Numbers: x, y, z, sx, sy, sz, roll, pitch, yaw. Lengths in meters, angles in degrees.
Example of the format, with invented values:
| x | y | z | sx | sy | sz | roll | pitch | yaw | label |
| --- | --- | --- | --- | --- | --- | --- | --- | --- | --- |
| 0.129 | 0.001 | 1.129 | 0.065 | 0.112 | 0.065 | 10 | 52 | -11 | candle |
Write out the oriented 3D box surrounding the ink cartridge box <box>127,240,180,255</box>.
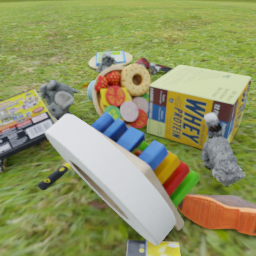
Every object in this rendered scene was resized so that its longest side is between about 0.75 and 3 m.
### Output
| x | y | z | sx | sy | sz | roll | pitch | yaw | label |
| --- | --- | --- | --- | --- | --- | --- | --- | --- | --- |
| 0.406 | 2.271 | 4.551 | 0.900 | 0.214 | 0.910 | 2 | 28 | 3 | ink cartridge box |

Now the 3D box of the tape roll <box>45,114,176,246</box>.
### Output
| x | y | z | sx | sy | sz | roll | pitch | yaw | label |
| --- | --- | --- | --- | --- | --- | --- | --- | --- | --- |
| -0.340 | 0.869 | 4.688 | 0.474 | 2.595 | 2.595 | -45 | 47 | -17 | tape roll |

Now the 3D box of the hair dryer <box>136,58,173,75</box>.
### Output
| x | y | z | sx | sy | sz | roll | pitch | yaw | label |
| --- | --- | --- | --- | --- | --- | --- | --- | --- | --- |
| 1.161 | -2.819 | 13.271 | 1.721 | 0.614 | 2.259 | 0 | 30 | -36 | hair dryer |

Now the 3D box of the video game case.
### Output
| x | y | z | sx | sy | sz | roll | pitch | yaw | label |
| --- | --- | --- | --- | --- | --- | --- | --- | --- | --- |
| -2.902 | -0.115 | 7.145 | 1.786 | 0.228 | 1.614 | -27 | 62 | -22 | video game case |

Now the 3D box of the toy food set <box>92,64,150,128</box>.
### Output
| x | y | z | sx | sy | sz | roll | pitch | yaw | label |
| --- | --- | --- | --- | --- | --- | --- | --- | --- | --- |
| -0.101 | -0.895 | 8.191 | 1.945 | 1.926 | 0.473 | -9 | -3 | -29 | toy food set |

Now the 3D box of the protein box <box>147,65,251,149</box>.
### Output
| x | y | z | sx | sy | sz | roll | pitch | yaw | label |
| --- | --- | --- | --- | --- | --- | --- | --- | --- | --- |
| 2.097 | -0.673 | 8.295 | 2.282 | 1.540 | 2.266 | 17 | 34 | 27 | protein box |

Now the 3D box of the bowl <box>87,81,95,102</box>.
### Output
| x | y | z | sx | sy | sz | roll | pitch | yaw | label |
| --- | --- | --- | --- | --- | --- | --- | --- | --- | --- |
| -1.077 | -1.254 | 9.623 | 0.489 | 0.936 | 0.936 | 12 | 32 | 13 | bowl |

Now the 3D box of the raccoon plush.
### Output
| x | y | z | sx | sy | sz | roll | pitch | yaw | label |
| --- | --- | --- | --- | --- | --- | --- | --- | --- | --- |
| 1.947 | 0.517 | 6.115 | 0.750 | 1.549 | 1.038 | -26 | 6 | 9 | raccoon plush |

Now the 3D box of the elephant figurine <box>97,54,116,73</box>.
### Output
| x | y | z | sx | sy | sz | roll | pitch | yaw | label |
| --- | --- | --- | --- | --- | --- | --- | --- | --- | --- |
| -1.051 | -2.688 | 12.618 | 0.780 | 1.103 | 0.855 | 16 | -7 | 17 | elephant figurine |

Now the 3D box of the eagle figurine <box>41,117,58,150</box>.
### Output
| x | y | z | sx | sy | sz | roll | pitch | yaw | label |
| --- | --- | --- | --- | --- | --- | --- | --- | --- | --- |
| -2.735 | -0.141 | 7.827 | 1.333 | 1.006 | 1.011 | 18 | 60 | 22 | eagle figurine |

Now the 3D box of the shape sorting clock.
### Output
| x | y | z | sx | sy | sz | roll | pitch | yaw | label |
| --- | --- | --- | --- | --- | --- | --- | --- | --- | --- |
| -0.884 | -3.397 | 14.162 | 2.223 | 0.436 | 2.223 | -2 | 34 | 1 | shape sorting clock |

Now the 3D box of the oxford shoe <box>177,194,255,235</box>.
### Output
| x | y | z | sx | sy | sz | roll | pitch | yaw | label |
| --- | --- | --- | --- | --- | --- | --- | --- | --- | --- |
| 1.799 | 1.588 | 5.444 | 1.685 | 0.601 | 0.614 | 12 | 18 | 16 | oxford shoe |

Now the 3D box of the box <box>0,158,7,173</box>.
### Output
| x | y | z | sx | sy | sz | roll | pitch | yaw | label |
| --- | --- | --- | --- | --- | --- | --- | --- | --- | --- |
| -3.418 | 0.849 | 7.025 | 0.654 | 0.202 | 0.819 | -8 | 31 | -11 | box |

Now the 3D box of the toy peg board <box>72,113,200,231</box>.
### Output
| x | y | z | sx | sy | sz | roll | pitch | yaw | label |
| --- | --- | --- | --- | --- | --- | --- | --- | --- | --- |
| 0.227 | 0.549 | 5.329 | 1.039 | 2.116 | 2.124 | -46 | 46 | -15 | toy peg board |

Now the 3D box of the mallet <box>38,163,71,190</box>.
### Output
| x | y | z | sx | sy | sz | roll | pitch | yaw | label |
| --- | --- | --- | --- | --- | --- | --- | --- | --- | --- |
| -1.199 | 0.861 | 5.843 | 0.591 | 0.369 | 1.795 | 26 | 22 | 2 | mallet |

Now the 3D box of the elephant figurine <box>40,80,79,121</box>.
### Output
| x | y | z | sx | sy | sz | roll | pitch | yaw | label |
| --- | --- | --- | --- | --- | --- | --- | --- | --- | --- |
| -2.174 | -0.647 | 8.784 | 1.202 | 1.097 | 1.550 | -28 | 57 | 10 | elephant figurine |
